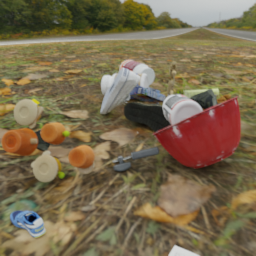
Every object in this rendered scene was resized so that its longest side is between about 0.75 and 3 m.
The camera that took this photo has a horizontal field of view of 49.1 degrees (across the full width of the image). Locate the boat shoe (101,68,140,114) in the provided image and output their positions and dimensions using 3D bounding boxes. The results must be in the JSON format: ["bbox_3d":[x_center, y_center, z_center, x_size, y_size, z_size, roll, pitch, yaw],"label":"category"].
[{"bbox_3d":[-0.387,-1.344,11.859,0.918,2.808,1.033,20,58,-16],"label":"boat shoe"}]

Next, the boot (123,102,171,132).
[{"bbox_3d":[1.442,-0.524,11.382,2.731,1.058,1.889,27,22,34],"label":"boot"}]

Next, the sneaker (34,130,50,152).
[{"bbox_3d":[-3.061,0.242,9.003,1.237,0.709,0.473,24,-20,-15],"label":"sneaker"}]

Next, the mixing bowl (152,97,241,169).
[{"bbox_3d":[2.188,0.272,8.143,2.630,1.424,2.630,-24,-3,-1],"label":"mixing bowl"}]

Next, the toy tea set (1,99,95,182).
[{"bbox_3d":[-2.215,0.516,7.929,2.837,1.687,1.050,37,5,13],"label":"toy tea set"}]

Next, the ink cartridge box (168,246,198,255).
[{"bbox_3d":[0.821,2.498,4.297,0.705,0.718,0.975,13,26,29],"label":"ink cartridge box"}]

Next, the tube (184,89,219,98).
[{"bbox_3d":[3.265,-1.498,12.563,1.515,0.440,0.393,-7,-16,7],"label":"tube"}]

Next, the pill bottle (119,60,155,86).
[{"bbox_3d":[0.505,-3.154,16.222,1.229,1.229,2.152,-13,27,-28],"label":"pill bottle"}]

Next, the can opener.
[{"bbox_3d":[0.237,0.932,8.220,1.407,0.470,0.375,-13,-4,0],"label":"can opener"}]

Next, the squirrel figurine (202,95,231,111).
[{"bbox_3d":[3.713,-0.776,12.188,1.324,1.004,1.418,-25,18,-26],"label":"squirrel figurine"}]

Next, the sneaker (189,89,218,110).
[{"bbox_3d":[3.071,-0.932,11.239,1.029,0.687,1.796,-19,29,12],"label":"sneaker"}]

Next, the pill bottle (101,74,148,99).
[{"bbox_3d":[-0.162,-2.172,14.592,2.280,1.320,1.320,3,23,15],"label":"pill bottle"}]

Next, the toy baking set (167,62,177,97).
[{"bbox_3d":[1.819,-1.671,12.204,0.301,1.989,2.591,9,-4,7],"label":"toy baking set"}]

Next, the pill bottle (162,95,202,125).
[{"bbox_3d":[1.643,-0.524,8.843,0.979,0.979,1.690,-2,16,-4],"label":"pill bottle"}]

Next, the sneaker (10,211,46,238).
[{"bbox_3d":[-2.164,1.954,6.015,1.002,0.412,0.370,12,28,30],"label":"sneaker"}]

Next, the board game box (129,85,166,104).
[{"bbox_3d":[0.995,-1.527,13.084,1.665,0.514,1.666,15,-3,-26],"label":"board game box"}]
